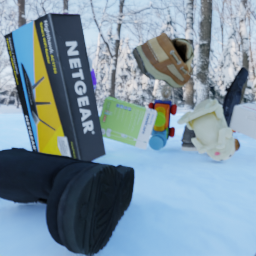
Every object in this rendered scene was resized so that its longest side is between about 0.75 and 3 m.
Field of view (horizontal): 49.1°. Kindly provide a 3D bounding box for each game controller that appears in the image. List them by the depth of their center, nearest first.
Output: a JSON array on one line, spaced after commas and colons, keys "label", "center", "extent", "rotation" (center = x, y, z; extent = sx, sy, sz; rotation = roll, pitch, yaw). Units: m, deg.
[{"label": "game controller", "center": [3.975, -0.947, 10.819], "extent": [0.627, 1.553, 2.978], "rotation": [19, -26, 19]}]

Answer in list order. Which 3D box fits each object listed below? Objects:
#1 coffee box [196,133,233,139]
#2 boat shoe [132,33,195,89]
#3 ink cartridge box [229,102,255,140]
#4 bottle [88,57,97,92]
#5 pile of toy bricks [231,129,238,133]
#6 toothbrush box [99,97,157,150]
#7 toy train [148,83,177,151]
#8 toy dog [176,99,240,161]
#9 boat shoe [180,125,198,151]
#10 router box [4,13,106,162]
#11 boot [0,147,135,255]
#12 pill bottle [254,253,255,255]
[{"label": "coffee box", "center": [2.190, 0.345, 7.157], "extent": [0.494, 0.349, 0.874], "rotation": [10, -17, -22]}, {"label": "boat shoe", "center": [1.108, -1.569, 6.537], "extent": [0.947, 0.970, 2.563], "rotation": [-34, -12, 28]}, {"label": "ink cartridge box", "center": [3.241, -0.183, 6.485], "extent": [1.440, 0.606, 1.041], "rotation": [-12, 28, -34]}, {"label": "bottle", "center": [-1.224, -1.080, 7.130], "extent": [0.870, 0.680, 2.082], "rotation": [-42, -7, -23]}, {"label": "pile of toy bricks", "center": [4.926, -0.035, 13.197], "extent": [0.561, 0.500, 1.012], "rotation": [-1, 5, -7]}, {"label": "toothbrush box", "center": [-0.050, -0.130, 6.850], "extent": [1.290, 0.939, 0.555], "rotation": [16, 11, 1]}, {"label": "toy train", "center": [0.886, -0.427, 7.639], "extent": [0.826, 1.951, 1.129], "rotation": [6, 22, 12]}, {"label": "toy dog", "center": [1.819, 0.127, 6.111], "extent": [0.932, 1.336, 1.295], "rotation": [-27, 8, 24]}, {"label": "boat shoe", "center": [2.484, 0.207, 8.567], "extent": [0.885, 0.754, 2.647], "rotation": [4, 6, 41]}, {"label": "router box", "center": [-1.643, -0.759, 6.123], "extent": [0.740, 2.900, 2.163], "rotation": [-21, 16, -41]}, {"label": "boot", "center": [-0.884, 0.645, 2.968], "extent": [1.640, 0.746, 1.952], "rotation": [5, -1, 11]}, {"label": "pill bottle", "center": [0.867, 0.885, 1.434], "extent": [0.551, 0.551, 0.947], "rotation": [4, 5, 40]}]
